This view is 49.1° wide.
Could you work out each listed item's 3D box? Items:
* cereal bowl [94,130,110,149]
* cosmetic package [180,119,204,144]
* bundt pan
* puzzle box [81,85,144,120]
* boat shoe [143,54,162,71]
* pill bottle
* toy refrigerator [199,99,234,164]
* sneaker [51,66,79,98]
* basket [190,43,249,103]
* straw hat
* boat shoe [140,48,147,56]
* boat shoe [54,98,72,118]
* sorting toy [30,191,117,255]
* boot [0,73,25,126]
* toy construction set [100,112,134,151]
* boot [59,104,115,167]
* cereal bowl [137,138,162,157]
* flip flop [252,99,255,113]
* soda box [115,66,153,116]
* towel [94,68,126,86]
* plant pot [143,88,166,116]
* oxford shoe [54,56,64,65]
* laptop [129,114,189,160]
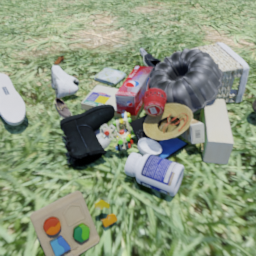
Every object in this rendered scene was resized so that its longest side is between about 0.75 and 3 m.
[{"bbox_3d":[-1.111,0.388,10.155,0.922,0.384,0.922,0,40,0],"label":"cereal bowl"},{"bbox_3d":[2.219,0.077,9.919,0.463,0.685,1.302,-8,11,-7],"label":"cosmetic package"},{"bbox_3d":[2.068,-1.952,11.024,3.028,1.136,3.028,-22,45,23],"label":"bundt pan"},{"bbox_3d":[-0.571,-1.133,12.092,2.481,0.315,1.650,14,41,16],"label":"puzzle box"},{"bbox_3d":[1.356,-3.184,14.089,0.812,0.678,2.178,2,43,-22],"label":"boat shoe"},{"bbox_3d":[0.771,1.338,8.489,1.629,0.975,0.975,18,42,21],"label":"pill bottle"},{"bbox_3d":[3.082,0.029,10.124,0.903,0.980,2.581,5,40,6],"label":"toy refrigerator"},{"bbox_3d":[-2.929,-2.135,13.053,1.182,0.927,2.378,-4,41,-25],"label":"sneaker"},{"bbox_3d":[3.895,-2.448,12.600,1.659,1.823,2.689,-9,39,-5],"label":"basket"},{"bbox_3d":[1.487,-0.015,9.865,1.768,0.748,1.768,-17,45,18],"label":"straw hat"},{"bbox_3d":[0.885,-4.165,15.892,0.276,0.252,0.767,-28,71,-25],"label":"boat shoe"},{"bbox_3d":[-2.732,-0.819,11.643,0.461,0.382,1.284,-22,44,-22],"label":"boat shoe"},{"bbox_3d":[-1.264,2.386,7.048,1.956,1.457,0.262,-23,3,-26],"label":"sorting toy"},{"bbox_3d":[-4.819,-0.891,11.290,0.970,1.205,2.667,-12,57,-29],"label":"boot"},{"bbox_3d":[-0.265,0.155,9.700,0.815,1.160,1.769,-7,10,24],"label":"toy construction set"},{"bbox_3d":[-1.227,0.243,9.633,2.212,0.819,1.813,-19,54,-13],"label":"boot"},{"bbox_3d":[0.695,0.737,9.516,0.845,0.352,0.845,13,34,-9],"label":"cereal bowl"},{"bbox_3d":[5.955,-0.863,11.503,1.115,0.792,2.750,27,31,34],"label":"flip flop"},{"bbox_3d":[0.318,-1.600,11.651,0.840,0.928,2.650,9,39,18],"label":"soda box"},{"bbox_3d":[-0.900,-2.522,13.860,1.261,0.304,1.079,20,46,23],"label":"towel"},{"bbox_3d":[0.938,-0.868,9.836,0.805,0.805,0.733,3,50,4],"label":"plant pot"},{"bbox_3d":[-3.802,-3.720,15.351,0.292,0.291,0.818,14,43,15],"label":"oxford shoe"},{"bbox_3d":[1.102,0.216,9.972,1.435,1.619,0.836,-27,4,-31],"label":"laptop"}]
